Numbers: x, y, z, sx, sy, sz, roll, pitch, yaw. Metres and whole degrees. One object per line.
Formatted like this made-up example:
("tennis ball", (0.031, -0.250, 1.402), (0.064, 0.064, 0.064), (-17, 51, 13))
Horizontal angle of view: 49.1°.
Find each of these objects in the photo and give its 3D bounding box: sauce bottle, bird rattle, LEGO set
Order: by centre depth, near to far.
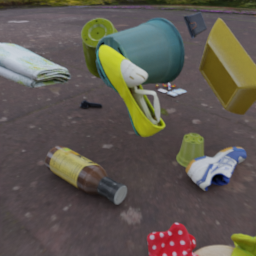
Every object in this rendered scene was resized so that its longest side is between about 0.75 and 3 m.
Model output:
("bird rattle", (1.688, 2.896, 5.321), (2.712, 1.528, 2.211), (-2, 47, 2))
("sauce bottle", (-1.266, 1.389, 8.256), (2.783, 0.901, 0.901), (23, 38, 32))
("LEGO set", (2.184, -2.106, 14.725), (1.101, 0.362, 1.473), (-22, 37, -39))

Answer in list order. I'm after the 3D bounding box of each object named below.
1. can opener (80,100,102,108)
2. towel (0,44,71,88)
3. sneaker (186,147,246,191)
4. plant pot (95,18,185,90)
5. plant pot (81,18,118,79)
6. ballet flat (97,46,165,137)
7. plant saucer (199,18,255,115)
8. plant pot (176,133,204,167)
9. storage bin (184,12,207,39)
("can opener", (-1.716, -1.068, 13.053), (1.044, 0.411, 0.331), (6, -8, 4))
("towel", (-2.613, -1.557, 6.693), (2.079, 0.501, 1.780), (23, 16, 8))
("sneaker", (2.893, 1.311, 8.663), (2.254, 0.848, 0.993), (-16, 52, -22))
("plant pot", (0.286, -2.366, 9.407), (2.266, 2.314, 2.314), (-23, 38, -36))
("plant pot", (-0.949, -3.077, 10.592), (1.866, 1.797, 1.866), (-2, 74, 8))
("ballet flat", (0.221, -1.049, 7.859), (0.990, 2.953, 0.987), (-12, 27, 34))
("plant saucer", (3.084, -1.717, 8.966), (0.610, 2.519, 2.520), (-27, 72, -1))
("plant pot", (2.146, 0.710, 9.378), (0.973, 0.894, 0.973), (0, 30, 0))
("storage bin", (2.219, -3.396, 9.153), (0.510, 0.759, 0.552), (-25, 12, 6))
